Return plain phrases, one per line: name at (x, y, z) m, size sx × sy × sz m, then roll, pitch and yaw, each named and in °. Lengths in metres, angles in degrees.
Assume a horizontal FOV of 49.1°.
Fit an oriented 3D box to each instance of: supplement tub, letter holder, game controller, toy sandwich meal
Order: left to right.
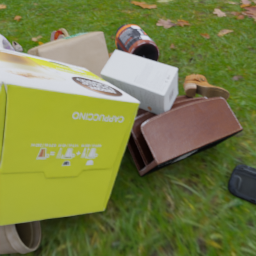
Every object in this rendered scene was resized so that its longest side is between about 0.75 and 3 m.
toy sandwich meal at (-3.009, -2.736, 10.994) m, size 0.845 × 2.466 × 2.466 m, roll 5°, pitch 33°, yaw -36°
supplement tub at (0.271, -3.755, 12.687) m, size 1.455 × 1.455 × 2.720 m, roll -12°, pitch 43°, yaw -14°
letter holder at (1.347, -0.144, 7.897) m, size 2.775 × 1.396 × 1.973 m, roll -19°, pitch 75°, yaw -22°
game controller at (3.662, 1.649, 7.305) m, size 1.971 × 0.415 × 1.028 m, roll 20°, pitch 59°, yaw 22°

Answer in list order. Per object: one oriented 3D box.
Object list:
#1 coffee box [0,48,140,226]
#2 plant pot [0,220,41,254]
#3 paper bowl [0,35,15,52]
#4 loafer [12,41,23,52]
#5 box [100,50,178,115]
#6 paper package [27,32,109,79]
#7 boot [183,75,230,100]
coffee box at (-1.895, 0.070, 6.214) m, size 2.775 × 2.779 × 2.749 m, roll 4°, pitch 22°, yaw -39°
plant pot at (-2.640, 2.240, 6.108) m, size 1.020 × 1.175 × 1.175 m, roll -20°, pitch 42°, yaw 3°
paper bowl at (-4.020, -1.435, 9.004) m, size 1.422 × 2.734 × 2.734 m, roll -24°, pitch 44°, yaw -4°
loafer at (-5.528, -4.038, 13.905) m, size 0.311 × 0.272 × 0.865 m, roll -29°, pitch 48°, yaw -29°
box at (0.334, -1.180, 7.507) m, size 1.807 × 1.124 × 0.881 m, roll 22°, pitch 69°, yaw 19°
paper package at (-1.901, -1.944, 9.787) m, size 2.454 × 2.339 × 1.270 m, roll -28°, pitch 30°, yaw -29°
boot at (2.537, -1.329, 9.191) m, size 1.441 × 0.553 × 1.119 m, roll 4°, pitch 34°, yaw 9°
